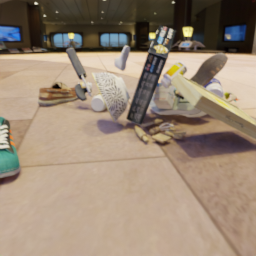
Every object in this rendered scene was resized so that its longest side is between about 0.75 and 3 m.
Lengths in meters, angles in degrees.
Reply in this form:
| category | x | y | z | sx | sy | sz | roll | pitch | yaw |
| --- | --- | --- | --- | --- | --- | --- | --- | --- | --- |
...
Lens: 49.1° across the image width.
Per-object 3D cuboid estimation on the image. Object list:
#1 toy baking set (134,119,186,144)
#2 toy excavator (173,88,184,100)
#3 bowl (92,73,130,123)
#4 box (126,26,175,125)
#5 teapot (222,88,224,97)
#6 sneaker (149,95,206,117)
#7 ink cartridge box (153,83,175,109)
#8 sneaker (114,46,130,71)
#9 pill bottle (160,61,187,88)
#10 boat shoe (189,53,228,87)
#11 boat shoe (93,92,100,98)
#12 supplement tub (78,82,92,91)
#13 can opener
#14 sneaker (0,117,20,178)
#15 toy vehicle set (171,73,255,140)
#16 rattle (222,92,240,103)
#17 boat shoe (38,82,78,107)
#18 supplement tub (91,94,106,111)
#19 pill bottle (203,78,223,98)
| category | x | y | z | sx | sy | sz | roll | pitch | yaw |
| --- | --- | --- | --- | --- | --- | --- | --- | --- | --- |
| toy baking set | 1.034 | 0.138 | 9.761 | 1.630 | 0.247 | 2.124 | -3 | 20 | -18 |
| toy excavator | 1.984 | -1.413 | 10.725 | 0.792 | 0.407 | 0.814 | 19 | 21 | -34 |
| bowl | -0.506 | -1.263 | 10.254 | 0.931 | 1.983 | 1.983 | -24 | 21 | -1 |
| box | 0.827 | -1.917 | 10.269 | 0.675 | 2.932 | 2.331 | 20 | 41 | 1 |
| teapot | 4.110 | -1.637 | 13.341 | 0.894 | 0.883 | 0.653 | 37 | 32 | 9 |
| sneaker | 2.111 | -0.883 | 11.793 | 1.060 | 1.093 | 2.994 | 26 | -6 | -36 |
| ink cartridge box | 1.473 | -1.281 | 11.188 | 0.639 | 0.869 | 0.628 | 4 | -25 | 33 |
| sneaker | -0.308 | -2.986 | 11.830 | 0.382 | 1.038 | 0.600 | -2 | 27 | -43 |
| pill bottle | 1.461 | -1.705 | 9.052 | 0.884 | 0.483 | 0.483 | -45 | 31 | -8 |
| boat shoe | 3.069 | -2.143 | 11.021 | 0.742 | 1.961 | 0.704 | 53 | 26 | 10 |
| boat shoe | -1.443 | -1.636 | 14.396 | 0.329 | 0.374 | 1.052 | 43 | 42 | 3 |
| supplement tub | -2.555 | -2.402 | 16.527 | 0.779 | 0.566 | 0.566 | -5 | 20 | -14 |
| can opener | -2.354 | -2.416 | 12.832 | 0.837 | 2.505 | 0.668 | -26 | -10 | -8 |
| sneaker | -3.642 | 0.371 | 7.570 | 1.047 | 1.172 | 2.934 | -11 | 22 | -29 |
| toy vehicle set | 2.814 | -0.617 | 8.587 | 2.876 | 0.381 | 1.787 | 24 | 21 | -24 |
| rattle | 5.093 | -1.356 | 13.686 | 0.911 | 0.651 | 0.593 | 24 | 65 | 38 |
| boat shoe | -3.390 | -1.829 | 14.195 | 1.053 | 0.999 | 2.782 | 10 | 21 | 27 |
| supplement tub | -1.225 | -1.179 | 12.744 | 0.722 | 0.722 | 0.993 | 5 | 20 | 14 |
| pill bottle | 3.654 | -1.619 | 12.033 | 0.771 | 0.771 | 1.332 | 3 | 29 | 8 |
